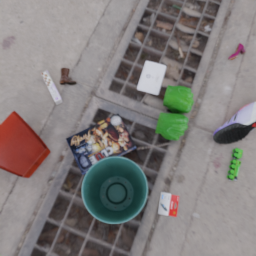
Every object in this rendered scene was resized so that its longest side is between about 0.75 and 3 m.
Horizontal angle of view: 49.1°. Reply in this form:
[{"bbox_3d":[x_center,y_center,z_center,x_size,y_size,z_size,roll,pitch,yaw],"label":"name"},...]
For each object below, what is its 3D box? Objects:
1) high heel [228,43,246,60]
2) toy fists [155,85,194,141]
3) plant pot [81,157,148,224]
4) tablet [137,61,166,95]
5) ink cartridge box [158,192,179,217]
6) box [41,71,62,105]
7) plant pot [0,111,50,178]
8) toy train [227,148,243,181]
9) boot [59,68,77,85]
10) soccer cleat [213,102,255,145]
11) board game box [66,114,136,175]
[{"bbox_3d":[4.593,-3.278,12.066,1.029,0.347,0.494,-28,84,-24],"label":"high heel"},{"bbox_3d":[1.880,-0.587,10.988,1.148,0.775,2.253,14,74,12],"label":"toy fists"},{"bbox_3d":[-0.432,2.174,9.579,2.087,1.675,2.087,0,72,-1],"label":"plant pot"},{"bbox_3d":[0.996,-2.121,11.824,0.930,0.098,1.429,16,72,5],"label":"tablet"},{"bbox_3d":[1.480,2.789,10.172,0.688,0.175,0.781,10,72,4],"label":"ink cartridge box"},{"bbox_3d":[-3.156,-1.668,11.565,0.292,0.313,1.509,-27,73,-9],"label":"box"},{"bbox_3d":[-3.880,0.797,10.040,1.658,1.882,1.880,37,75,1],"label":"plant pot"},{"bbox_3d":[4.057,1.386,10.593,0.376,0.278,1.334,20,73,-4],"label":"toy train"},{"bbox_3d":[-2.504,-2.196,11.781,0.747,0.257,0.801,2,68,0],"label":"boot"},{"bbox_3d":[4.460,-0.280,10.906,2.764,0.943,1.012,-28,39,2],"label":"soccer cleat"},{"bbox_3d":[-1.036,0.611,10.764,2.264,0.392,1.534,-27,74,-8],"label":"board game box"}]
